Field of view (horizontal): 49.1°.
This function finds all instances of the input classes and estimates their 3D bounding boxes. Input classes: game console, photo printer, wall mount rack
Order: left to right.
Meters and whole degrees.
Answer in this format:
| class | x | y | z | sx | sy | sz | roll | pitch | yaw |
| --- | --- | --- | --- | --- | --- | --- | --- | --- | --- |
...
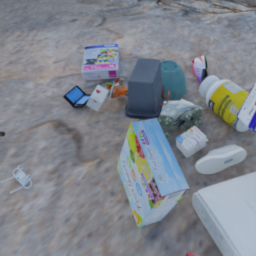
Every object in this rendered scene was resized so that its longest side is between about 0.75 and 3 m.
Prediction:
| class | x | y | z | sx | sy | sz | roll | pitch | yaw |
| --- | --- | --- | --- | --- | --- | --- | --- | --- | --- |
| wall mount rack | -3.445 | 1.615 | 8.687 | 0.872 | 0.325 | 0.758 | 36 | 74 | 24 |
| game console | -1.994 | -1.290 | 11.393 | 0.821 | 0.543 | 0.933 | 6 | 42 | 36 |
| photo printer | 3.496 | 2.334 | 7.507 | 2.783 | 0.967 | 2.316 | -13 | 41 | -14 |

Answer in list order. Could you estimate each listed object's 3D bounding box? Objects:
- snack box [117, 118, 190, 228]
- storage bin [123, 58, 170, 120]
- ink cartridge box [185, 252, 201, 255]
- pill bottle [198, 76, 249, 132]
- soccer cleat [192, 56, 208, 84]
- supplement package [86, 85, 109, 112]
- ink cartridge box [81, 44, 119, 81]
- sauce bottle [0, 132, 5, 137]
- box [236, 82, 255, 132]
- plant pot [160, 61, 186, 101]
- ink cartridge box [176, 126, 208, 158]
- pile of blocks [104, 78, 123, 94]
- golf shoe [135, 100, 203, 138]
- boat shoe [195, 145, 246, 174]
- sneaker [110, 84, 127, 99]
| class | x | y | z | sx | sy | sz | roll | pitch | yaw |
| --- | --- | --- | --- | --- | --- | --- | --- | --- | --- |
| snack box | 0.492 | 1.264 | 7.401 | 0.806 | 2.383 | 2.010 | -11 | 58 | -18 |
| storage bin | 0.664 | -1.383 | 9.409 | 1.449 | 1.337 | 1.991 | 7 | 42 | 13 |
| ink cartridge box | 1.858 | 3.411 | 6.077 | 0.994 | 0.561 | 1.354 | 20 | 3 | -13 |
| pill bottle | 3.808 | -1.008 | 10.626 | 1.298 | 1.298 | 2.318 | -24 | 50 | -22 |
| soccer cleat | 3.236 | -2.574 | 12.738 | 0.681 | 0.634 | 1.860 | -10 | 45 | 24 |
| supplement package | -1.168 | -1.149 | 10.757 | 0.509 | 0.503 | 0.839 | 28 | 45 | -7 |
| ink cartridge box | -1.269 | -3.264 | 13.278 | 1.655 | 0.582 | 2.774 | -4 | 42 | 2 |
| sauce bottle | -4.600 | 0.207 | 9.689 | 0.297 | 0.917 | 0.297 | 0 | 87 | 7 |
| box | 4.514 | -1.001 | 7.728 | 1.541 | 2.701 | 2.937 | 28 | 15 | 8 |
| plant pot | 1.650 | -2.133 | 11.821 | 1.742 | 1.173 | 1.742 | 0 | 46 | 0 |
| ink cartridge box | 2.180 | 0.446 | 9.514 | 0.941 | 0.589 | 0.605 | -33 | 54 | -10 |
| pile of blocks | -0.647 | -1.949 | 12.141 | 0.493 | 0.373 | 1.200 | 31 | 50 | 20 |
| golf shoe | 1.276 | -0.367 | 10.311 | 2.866 | 1.122 | 1.394 | -13 | 39 | -24 |
| boat shoe | 2.925 | 0.955 | 9.115 | 1.776 | 0.639 | 0.608 | -22 | 28 | -8 |
| sneaker | -0.269 | -1.445 | 11.229 | 0.700 | 0.484 | 1.249 | 17 | 30 | 9 |
